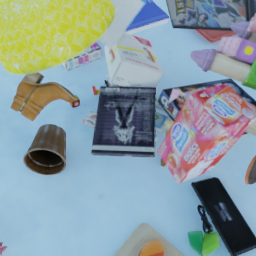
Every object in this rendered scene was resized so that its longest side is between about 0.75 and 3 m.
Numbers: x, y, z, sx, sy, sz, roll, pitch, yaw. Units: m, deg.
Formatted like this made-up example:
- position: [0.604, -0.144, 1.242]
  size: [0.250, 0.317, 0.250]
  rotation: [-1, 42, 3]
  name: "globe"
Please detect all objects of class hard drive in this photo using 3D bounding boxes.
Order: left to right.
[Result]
- position: [-0.100, -4.520, 11.184]
  size: [2.950, 0.374, 1.946]
  rotation: [-26, 63, -25]
  name: "hard drive"

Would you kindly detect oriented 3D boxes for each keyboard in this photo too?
- position: [2.049, 1.992, 6.405]
  size: [1.078, 0.230, 1.796]
  rotation: [-8, 50, -23]
  name: "keyboard"

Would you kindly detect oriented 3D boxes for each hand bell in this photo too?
- position: [1.108, 0.469, 7.545]
  size: [0.639, 0.639, 1.228]
  rotation: [15, 65, 11]
  name: "hand bell"

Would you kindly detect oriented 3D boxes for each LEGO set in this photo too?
- position: [-0.237, -0.746, 8.338]
  size: [2.938, 0.721, 2.195]
  rotation: [22, 52, 16]
  name: "LEGO set"

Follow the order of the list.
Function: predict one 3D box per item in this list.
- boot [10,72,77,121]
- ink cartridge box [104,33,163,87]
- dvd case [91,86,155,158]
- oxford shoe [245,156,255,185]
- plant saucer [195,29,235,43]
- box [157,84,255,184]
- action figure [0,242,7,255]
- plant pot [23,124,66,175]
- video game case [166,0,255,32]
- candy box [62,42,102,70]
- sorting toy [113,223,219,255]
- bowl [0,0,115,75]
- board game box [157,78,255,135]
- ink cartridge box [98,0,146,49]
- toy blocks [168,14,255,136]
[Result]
- position: [-1.819, -0.570, 5.955]
  size: [1.264, 0.485, 0.982]
  rotation: [28, 89, 0]
  name: "boot"
- position: [0.127, -2.146, 8.904]
  size: [1.439, 0.827, 1.982]
  rotation: [11, 42, -24]
  name: "ink cartridge box"
- position: [-0.072, -0.233, 7.808]
  size: [1.652, 0.177, 2.222]
  rotation: [2, 59, 4]
  name: "dvd case"
- position: [2.796, 0.732, 5.598]
  size: [1.213, 0.432, 0.440]
  rotation: [-39, 38, -19]
  name: "oxford shoe"
- position: [3.469, -4.114, 11.189]
  size: [1.861, 0.342, 1.865]
  rotation: [-23, 56, -17]
  name: "plant saucer"
- position: [1.301, 0.145, 4.959]
  size: [0.856, 1.716, 0.819]
  rotation: [-15, 58, -28]
  name: "box"
- position: [-3.325, 2.750, 5.640]
  size: [1.715, 1.149, 1.277]
  rotation: [-19, 16, -24]
  name: "action figure"
- position: [-2.049, 0.502, 7.194]
  size: [1.021, 1.021, 1.011]
  rotation: [-1, 45, -1]
  name: "plant pot"
- position: [1.890, -3.716, 7.020]
  size: [2.430, 2.689, 0.343]
  rotation: [20, 59, 39]
  name: "video game case"
- position: [-1.790, -2.715, 10.021]
  size: [1.422, 0.434, 0.970]
  rotation: [-28, 57, -20]
  name: "candy box"
- position: [0.735, 2.826, 5.691]
  size: [1.913, 0.381, 2.588]
  rotation: [34, 59, 24]
  name: "sorting toy"
- position: [-1.734, -2.458, 5.584]
  size: [2.666, 1.434, 2.666]
  rotation: [-15, 43, 14]
  name: "bowl"
- position: [2.448, -0.516, 7.846]
  size: [2.741, 0.474, 1.857]
  rotation: [-14, 52, -29]
  name: "board game box"
- position: [-0.124, -3.730, 7.723]
  size: [0.939, 1.631, 2.817]
  rotation: [30, 48, -18]
  name: "ink cartridge box"
- position: [2.315, -1.226, 5.348]
  size: [2.299, 2.732, 2.553]
  rotation: [24, 96, 8]
  name: "toy blocks"
